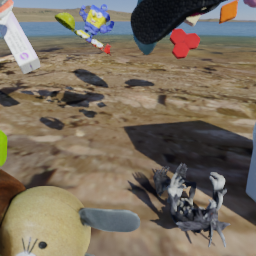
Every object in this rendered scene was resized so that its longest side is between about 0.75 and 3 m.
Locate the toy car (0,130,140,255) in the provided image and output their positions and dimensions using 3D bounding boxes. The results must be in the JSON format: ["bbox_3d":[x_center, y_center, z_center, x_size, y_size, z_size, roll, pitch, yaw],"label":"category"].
[{"bbox_3d":[-1.023,1.189,2.869,2.144,1.761,1.692,13,23,-1],"label":"toy car"}]

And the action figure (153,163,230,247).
[{"bbox_3d":[0.958,1.031,4.232,0.925,0.794,1.556,3,18,-22],"label":"action figure"}]

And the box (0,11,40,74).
[{"bbox_3d":[-3.024,-2.574,7.070,0.484,2.503,0.519,-29,-9,-12],"label":"box"}]

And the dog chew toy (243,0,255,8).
[{"bbox_3d":[3.654,-3.525,7.056,1.432,0.892,0.892,-20,17,18],"label":"dog chew toy"}]

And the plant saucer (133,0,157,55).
[{"bbox_3d":[0.655,-3.815,9.224,0.486,2.705,2.705,7,20,-13],"label":"plant saucer"}]

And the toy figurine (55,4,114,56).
[{"bbox_3d":[-0.855,-2.595,6.815,1.593,0.954,0.840,35,9,11],"label":"toy figurine"}]

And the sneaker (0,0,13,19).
[{"bbox_3d":[-3.272,-2.426,5.807,1.696,0.695,0.654,-28,49,5],"label":"sneaker"}]

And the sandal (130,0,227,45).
[{"bbox_3d":[0.704,-1.517,3.070,0.413,0.688,1.831,-22,2,-37],"label":"sandal"}]

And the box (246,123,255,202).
[{"bbox_3d":[3.344,0.210,4.017,2.448,2.435,1.600,-5,23,-12],"label":"box"}]

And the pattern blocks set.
[{"bbox_3d":[1.113,-2.494,5.070,1.875,2.133,0.173,46,0,7],"label":"pattern blocks set"}]
